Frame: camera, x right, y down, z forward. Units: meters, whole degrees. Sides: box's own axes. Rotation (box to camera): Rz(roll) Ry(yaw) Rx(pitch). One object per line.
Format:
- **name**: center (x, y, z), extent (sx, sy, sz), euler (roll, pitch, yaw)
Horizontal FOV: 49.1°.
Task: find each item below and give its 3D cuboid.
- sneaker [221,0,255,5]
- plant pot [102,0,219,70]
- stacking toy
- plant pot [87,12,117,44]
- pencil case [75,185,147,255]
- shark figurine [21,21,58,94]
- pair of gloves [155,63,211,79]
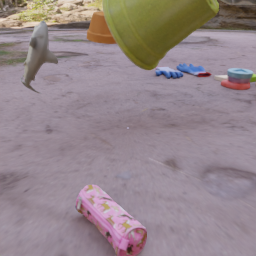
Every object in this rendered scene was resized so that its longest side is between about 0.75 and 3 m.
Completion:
- **sneaker**: center (3.024, -3.775, 7.968), extent (1.730, 0.608, 0.693), euler (-2, 18, -27)
- **plant pot**: center (0.938, -2.966, 6.964), extent (2.149, 2.337, 2.337), euler (-23, 9, 33)
- **stacking toy**: center (5.018, -2.381, 11.954), extent (2.306, 0.974, 2.087), euler (-5, 24, -13)
- **plant pot**: center (-0.775, -3.409, 9.449), extent (1.214, 0.849, 1.214), euler (5, 29, -3)
- **pencil case**: center (-0.271, 1.300, 3.997), extent (0.539, 0.516, 1.246), euler (-20, 31, -33)
- **shark figurine**: center (-1.807, -1.326, 5.769), extent (0.650, 1.557, 0.930), euler (15, 23, -19)
- **pair of gloves**: center (2.600, -2.864, 13.927), extent (2.780, 0.317, 2.235), euler (-5, 23, -12)
